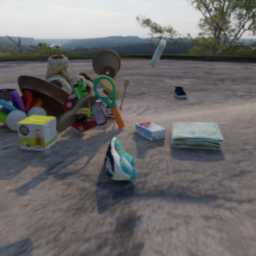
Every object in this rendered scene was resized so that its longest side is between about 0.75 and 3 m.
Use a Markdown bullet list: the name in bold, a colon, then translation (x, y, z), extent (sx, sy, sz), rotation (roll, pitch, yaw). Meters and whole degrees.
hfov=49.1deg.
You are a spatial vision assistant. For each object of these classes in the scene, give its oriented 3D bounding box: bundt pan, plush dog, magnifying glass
- **bundt pan**: translation (-6.609, -1.768, 15.018), extent (1.301, 0.488, 1.301), rotation (1, 19, 0)
- **plush dog**: translation (-2.762, -1.801, 13.542), extent (2.485, 2.321, 2.893), rotation (8, 44, -21)
- **magnifying glass**: translation (-0.634, -0.933, 10.291), extent (0.808, 2.031, 0.227), rotation (-22, 11, 14)

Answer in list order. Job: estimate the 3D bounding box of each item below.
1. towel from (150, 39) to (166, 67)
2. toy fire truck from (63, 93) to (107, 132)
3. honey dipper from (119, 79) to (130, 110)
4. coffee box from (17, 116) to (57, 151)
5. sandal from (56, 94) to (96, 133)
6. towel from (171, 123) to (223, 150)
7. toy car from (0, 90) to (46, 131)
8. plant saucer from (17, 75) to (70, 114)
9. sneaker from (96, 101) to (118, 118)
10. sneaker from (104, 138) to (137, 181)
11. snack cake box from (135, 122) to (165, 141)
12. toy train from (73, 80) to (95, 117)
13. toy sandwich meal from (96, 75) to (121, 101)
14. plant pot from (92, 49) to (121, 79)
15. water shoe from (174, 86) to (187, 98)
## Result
- **towel**: translation (1.456, -3.662, 13.599), extent (0.319, 1.133, 1.323), rotation (23, 31, -3)
- **toy fire truck**: translation (-1.487, -0.594, 9.763), extent (1.213, 1.444, 0.810), rotation (-22, -14, 4)
- **honey dipper**: translation (-0.192, -1.435, 12.245), extent (0.262, 1.379, 0.262), rotation (13, 9, -2)
- **coffee box**: translation (-2.807, 0.143, 8.749), extent (0.865, 0.856, 0.866), rotation (4, 19, 12)
- **sandal**: translation (-1.188, -0.307, 6.791), extent (0.367, 0.546, 1.359), rotation (29, 50, 18)
- **towel**: translation (2.218, 0.198, 9.258), extent (1.569, 0.441, 1.832), rotation (4, 19, 9)
- **toy car**: translation (-4.069, -0.749, 10.636), extent (1.802, 1.351, 1.577), rotation (-15, 25, -38)
- **plant saucer**: translation (-3.370, -1.231, 11.531), extent (2.627, 0.452, 2.627), rotation (20, -18, 7)
- **sneaker**: translation (-1.219, -0.669, 11.342), extent (1.179, 0.761, 2.172), rotation (8, 19, 24)
- **sneaker**: translation (-0.216, 0.848, 7.286), extent (0.719, 0.699, 1.805), rotation (14, 21, -15)
- **snack cake box**: translation (0.758, 0.098, 9.704), extent (0.581, 0.340, 1.011), rotation (-12, 22, -28)
- **toy train**: translation (-1.480, -0.948, 9.333), extent (0.370, 1.312, 0.274), rotation (-21, -2, -16)
- **toy sandwich meal**: translation (-0.814, -1.631, 11.354), extent (1.242, 0.425, 1.242), rotation (28, 32, -19)
- **plant pot**: translation (-1.640, -4.567, 21.264), extent (2.279, 2.279, 1.987), rotation (-2, 37, -5)
- **water shoe**: translation (2.891, -2.016, 15.644), extent (0.498, 0.550, 1.393), rotation (-5, 19, -13)
